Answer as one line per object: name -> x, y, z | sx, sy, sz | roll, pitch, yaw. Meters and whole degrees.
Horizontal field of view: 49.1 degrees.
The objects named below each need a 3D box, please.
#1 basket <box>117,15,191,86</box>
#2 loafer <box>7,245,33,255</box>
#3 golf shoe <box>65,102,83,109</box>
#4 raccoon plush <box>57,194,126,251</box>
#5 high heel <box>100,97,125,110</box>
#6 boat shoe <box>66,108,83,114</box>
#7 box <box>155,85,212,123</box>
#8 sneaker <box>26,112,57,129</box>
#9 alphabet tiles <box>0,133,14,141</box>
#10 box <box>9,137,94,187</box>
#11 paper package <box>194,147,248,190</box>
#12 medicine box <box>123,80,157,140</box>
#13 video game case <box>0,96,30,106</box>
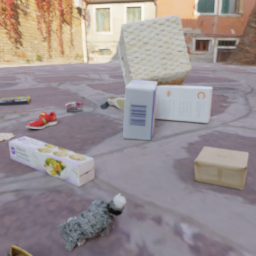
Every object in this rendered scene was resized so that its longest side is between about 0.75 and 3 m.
basket -> 1.142, -3.207, 12.684 | 2.824, 2.799, 2.271 | -11, -5, -6
loafer -> -1.250, 1.939, 3.689 | 1.132, 0.409, 0.412 | 11, 19, 29
golf shoe -> -2.789, -1.193, 14.388 | 0.900, 0.339, 0.412 | -8, 15, -29
raccoon plush -> -0.631, 1.424, 4.435 | 0.793, 1.183, 0.572 | -15, 52, -40
high heel -> -0.384, -1.406, 14.367 | 1.908, 0.681, 1.360 | -5, 21, 16
boat shoe -> -2.525, -0.836, 13.314 | 0.840, 0.239, 0.281 | -11, 20, -34
box -> 2.358, -1.064, 11.949 | 2.245, 1.396, 1.094 | 6, 14, 19
sneaker -> -3.401, -0.322, 10.936 | 0.551, 0.608, 1.432 | 10, 19, 30
alphabet tiles -> -4.414, 0.333, 9.703 | 0.834, 0.061, 0.816 | 1, 16, 5
box -> -2.063, 0.800, 7.268 | 2.804, 0.543, 0.581 | 12, 21, 36
paper package -> 2.265, 0.927, 6.786 | 1.131, 0.585, 1.078 | 7, 18, 25
medicine box -> 0.465, -0.708, 10.128 | 1.004, 1.776, 1.950 | 5, 18, 8
video game case -> -6.371, -1.498, 15.608 | 1.620, 0.207, 1.464 | -5, 18, -14
